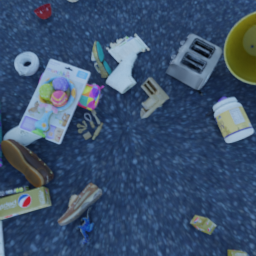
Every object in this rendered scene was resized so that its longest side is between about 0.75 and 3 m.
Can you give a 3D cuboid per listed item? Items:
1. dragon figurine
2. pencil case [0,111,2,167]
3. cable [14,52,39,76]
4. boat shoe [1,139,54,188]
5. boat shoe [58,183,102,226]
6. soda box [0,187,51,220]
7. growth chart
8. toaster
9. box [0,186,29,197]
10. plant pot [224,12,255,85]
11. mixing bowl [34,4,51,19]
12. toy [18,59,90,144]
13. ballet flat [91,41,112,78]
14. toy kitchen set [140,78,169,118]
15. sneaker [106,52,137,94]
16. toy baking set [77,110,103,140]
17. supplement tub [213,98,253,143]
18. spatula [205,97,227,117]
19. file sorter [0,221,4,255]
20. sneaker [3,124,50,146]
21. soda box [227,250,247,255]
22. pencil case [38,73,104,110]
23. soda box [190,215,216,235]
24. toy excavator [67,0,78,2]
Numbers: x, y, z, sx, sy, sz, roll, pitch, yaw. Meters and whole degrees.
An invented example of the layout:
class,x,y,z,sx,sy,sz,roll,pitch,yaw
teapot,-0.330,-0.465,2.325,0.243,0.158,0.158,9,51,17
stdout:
class,x,y,z,sx,sy,sz,roll,pitch,yaw
dragon figurine,-1.414,3.465,9.930,0.597,0.353,1.200,26,75,8
pencil case,-5.462,0.184,10.539,1.297,1.195,2.807,-5,71,-18
cable,-4.294,-2.713,11.911,1.018,0.352,1.018,-33,74,-10
boat shoe,-3.741,1.246,10.424,2.264,0.796,0.797,46,122,6
boat shoe,-1.794,2.718,10.043,1.839,0.696,0.660,-39,73,-21
soda box,-3.864,2.717,9.985,2.055,0.696,0.658,-15,73,-4
growth chart,-0.040,-3.494,12.268,1.616,0.143,1.170,-30,74,-9
toaster,2.728,-2.620,11.449,1.888,1.120,1.707,31,75,8
box,-4.238,2.318,10.161,1.082,0.596,0.188,-10,81,-3
plant pot,5.280,-3.298,11.068,2.732,2.732,1.939,26,33,8
mixing bowl,-3.763,-5.176,12.574,0.806,0.437,0.806,-13,41,12
toy,-2.756,-1.085,10.279,1.709,0.701,2.968,20,82,5
ballet flat,-1.179,-2.704,11.356,0.576,1.629,0.576,-14,41,13
toy kitchen set,0.670,-1.182,11.090,1.074,1.317,1.188,-46,75,29
sneaker,0.019,-2.243,11.649,1.025,0.653,1.774,37,85,9
toy baking set,-1.499,-0.122,11.186,0.938,0.142,1.222,31,75,9
supplement tub,3.985,-0.294,10.748,1.091,1.091,1.501,-18,73,-6
spatula,3.599,-0.831,11.421,1.190,0.122,0.336,-38,81,-10
file sorter,-4.931,4.023,9.438,1.064,0.955,1.534,-12,72,-4
sneaker,-3.708,0.066,10.759,2.352,0.833,0.859,-21,74,-6
soda box,3.649,4.945,9.362,0.497,0.526,1.553,6,73,2
pencil case,-2.262,-1.538,11.180,2.479,1.096,1.096,18,73,5
soda box,2.533,3.290,9.548,0.388,1.146,0.367,39,75,3
toy excavator,-2.276,-7.530,13.075,2.574,1.322,2.648,-29,83,-8
